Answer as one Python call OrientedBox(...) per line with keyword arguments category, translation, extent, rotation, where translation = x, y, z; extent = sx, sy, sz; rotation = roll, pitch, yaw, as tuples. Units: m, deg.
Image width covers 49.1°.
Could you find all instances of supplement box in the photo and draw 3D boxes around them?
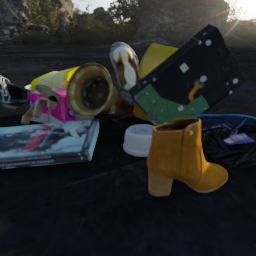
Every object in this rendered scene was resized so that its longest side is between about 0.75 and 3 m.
OrientedBox(category="supplement box", translation=(-2.141, -0.669, 8.925), extent=(1.883, 0.953, 0.973), rotation=(9, 21, 25))

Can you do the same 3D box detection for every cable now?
OrientedBox(category="cable", translation=(2.675, 0.272, 6.674), extent=(1.752, 0.545, 2.147), rotation=(1, 23, 31))

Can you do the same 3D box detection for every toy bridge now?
OrientedBox(category="toy bridge", translation=(-2.658, -0.568, 8.296), extent=(1.644, 0.553, 0.224), rotation=(-21, -35, 39))

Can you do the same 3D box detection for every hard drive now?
OrientedBox(category="hard drive", translation=(1.504, -1.067, 7.127), extent=(2.565, 1.792, 0.485), rotation=(-39, 29, 10))

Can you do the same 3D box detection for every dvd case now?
OrientedBox(category="dvd case", translation=(-2.209, 0.348, 6.774), extent=(2.878, 0.317, 2.101), rotation=(-4, 20, 2))

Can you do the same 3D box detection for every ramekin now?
OrientedBox(category="ramekin", translation=(0.377, 0.277, 6.990), extent=(0.991, 0.520, 0.991), rotation=(0, 21, 0))

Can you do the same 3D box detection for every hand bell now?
OrientedBox(category="hand bell", translation=(-0.424, -0.842, 8.769), extent=(1.506, 1.506, 2.892), rotation=(12, -2, 29))

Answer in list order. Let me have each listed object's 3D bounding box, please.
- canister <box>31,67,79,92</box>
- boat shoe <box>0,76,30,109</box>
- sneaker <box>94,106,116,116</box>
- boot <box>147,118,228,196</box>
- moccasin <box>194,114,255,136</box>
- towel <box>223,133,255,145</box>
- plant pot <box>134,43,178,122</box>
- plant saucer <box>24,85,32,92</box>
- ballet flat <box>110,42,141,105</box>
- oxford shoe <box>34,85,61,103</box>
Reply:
OrientedBox(category="canister", translation=(-2.363, -1.640, 10.152), extent=(1.937, 0.838, 1.439), rotation=(-3, 25, 38))
OrientedBox(category="boat shoe", translation=(-4.040, -1.121, 8.842), extent=(0.781, 0.946, 2.526), rotation=(-25, -13, 14))
OrientedBox(category="sneaker", translation=(-1.469, -0.981, 9.989), extent=(2.206, 0.821, 0.933), rotation=(17, 26, 39))
OrientedBox(category="boot", translation=(1.216, 0.476, 5.102), extent=(1.904, 1.363, 0.670), rotation=(-5, 25, -27))
OrientedBox(category="moccasin", translation=(2.392, -0.038, 6.962), extent=(1.494, 0.509, 0.601), rotation=(-1, -13, 23))
OrientedBox(category="towel", translation=(2.867, 0.273, 7.580), extent=(0.874, 0.104, 0.633), rotation=(-5, 22, -10))
OrientedBox(category="plant pot", translation=(1.220, -1.185, 8.750), extent=(2.080, 2.080, 1.835), rotation=(19, 39, 20))
OrientedBox(category="plant saucer", translation=(-3.747, -1.660, 12.452), extent=(1.608, 0.404, 1.608), rotation=(0, 21, 0))
OrientedBox(category="ballet flat", translation=(-0.036, -1.705, 7.758), extent=(0.779, 2.166, 0.779), rotation=(-12, -23, -5))
OrientedBox(category="oxford shoe", translation=(-2.143, -0.915, 7.452), extent=(0.751, 0.265, 0.281), rotation=(25, 23, -14))
